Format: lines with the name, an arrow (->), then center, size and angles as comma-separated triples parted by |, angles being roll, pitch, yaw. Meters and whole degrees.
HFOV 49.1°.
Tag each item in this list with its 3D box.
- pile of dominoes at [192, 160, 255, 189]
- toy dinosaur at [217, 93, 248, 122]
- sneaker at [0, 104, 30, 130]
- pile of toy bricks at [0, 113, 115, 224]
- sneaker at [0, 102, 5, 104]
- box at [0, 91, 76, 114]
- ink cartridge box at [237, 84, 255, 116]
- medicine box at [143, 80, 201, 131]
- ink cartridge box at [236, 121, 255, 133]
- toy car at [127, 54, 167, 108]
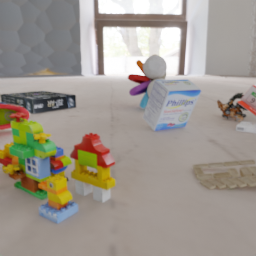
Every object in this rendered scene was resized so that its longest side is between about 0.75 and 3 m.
pile of dominoes -> 1.913, 0.917, 5.172 | 1.295, 0.206, 1.010 | -6, 16, 7
toy dinosaur -> 3.915, -0.791, 10.627 | 1.074, 0.808, 1.582 | -34, 52, -4
sneaker -> -4.208, -0.347, 8.031 | 2.695, 1.038, 1.144 | -9, 4, -30
pile of toy bricks -> -1.618, 0.415, 4.556 | 2.688, 1.327, 1.491 | 9, 16, 34
sneaker -> -5.614, -0.906, 11.968 | 1.270, 0.478, 0.560 | 1, 14, 1
box -> -4.220, -1.273, 13.157 | 2.857, 0.622, 2.288 | 11, 17, 39
ink cartridge box -> 4.641, -0.804, 9.439 | 1.440, 0.666, 2.643 | 42, 27, 18
medicine box -> 1.343, -0.728, 8.771 | 1.316, 1.445, 0.744 | -7, 41, -30
ink cartridge box -> 3.903, -0.009, 8.824 | 0.821, 0.184, 0.723 | 9, 17, 33
toy car -> 0.913, -1.964, 12.558 | 1.858, 2.478, 2.168 | -11, -3, 6
